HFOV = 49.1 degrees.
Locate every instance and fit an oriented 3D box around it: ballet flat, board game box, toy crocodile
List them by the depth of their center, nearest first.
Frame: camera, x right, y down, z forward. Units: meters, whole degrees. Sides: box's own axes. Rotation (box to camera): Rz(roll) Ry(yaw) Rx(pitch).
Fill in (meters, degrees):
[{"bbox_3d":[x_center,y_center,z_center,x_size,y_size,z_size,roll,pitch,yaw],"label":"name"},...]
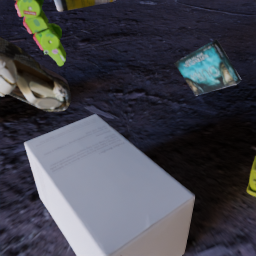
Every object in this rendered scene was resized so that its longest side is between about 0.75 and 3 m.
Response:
[{"bbox_3d":[-1.908,-0.861,4.864,0.892,0.892,2.479,34,6,38],"label":"ballet flat"},{"bbox_3d":[1.717,-1.269,6.234,0.205,0.983,1.454,-39,9,-17],"label":"board game box"},{"bbox_3d":[-2.484,-2.877,7.718,0.812,2.630,0.888,-19,43,8],"label":"toy crocodile"}]

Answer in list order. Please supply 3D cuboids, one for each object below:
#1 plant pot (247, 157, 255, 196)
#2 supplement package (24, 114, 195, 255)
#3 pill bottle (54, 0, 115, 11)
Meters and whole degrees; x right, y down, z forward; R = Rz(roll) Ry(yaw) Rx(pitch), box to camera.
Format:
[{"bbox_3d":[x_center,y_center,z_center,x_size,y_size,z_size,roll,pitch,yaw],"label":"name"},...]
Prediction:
[{"bbox_3d":[3.164,1.110,6.167,0.901,0.817,0.896,20,40,25],"label":"plant pot"},{"bbox_3d":[-0.458,1.289,5.178,1.667,1.673,2.852,-24,42,-29],"label":"supplement package"},{"bbox_3d":[-1.108,-4.581,8.644,2.534,1.448,1.448,-14,38,-6],"label":"pill bottle"}]
